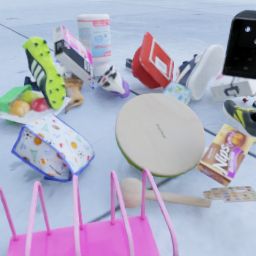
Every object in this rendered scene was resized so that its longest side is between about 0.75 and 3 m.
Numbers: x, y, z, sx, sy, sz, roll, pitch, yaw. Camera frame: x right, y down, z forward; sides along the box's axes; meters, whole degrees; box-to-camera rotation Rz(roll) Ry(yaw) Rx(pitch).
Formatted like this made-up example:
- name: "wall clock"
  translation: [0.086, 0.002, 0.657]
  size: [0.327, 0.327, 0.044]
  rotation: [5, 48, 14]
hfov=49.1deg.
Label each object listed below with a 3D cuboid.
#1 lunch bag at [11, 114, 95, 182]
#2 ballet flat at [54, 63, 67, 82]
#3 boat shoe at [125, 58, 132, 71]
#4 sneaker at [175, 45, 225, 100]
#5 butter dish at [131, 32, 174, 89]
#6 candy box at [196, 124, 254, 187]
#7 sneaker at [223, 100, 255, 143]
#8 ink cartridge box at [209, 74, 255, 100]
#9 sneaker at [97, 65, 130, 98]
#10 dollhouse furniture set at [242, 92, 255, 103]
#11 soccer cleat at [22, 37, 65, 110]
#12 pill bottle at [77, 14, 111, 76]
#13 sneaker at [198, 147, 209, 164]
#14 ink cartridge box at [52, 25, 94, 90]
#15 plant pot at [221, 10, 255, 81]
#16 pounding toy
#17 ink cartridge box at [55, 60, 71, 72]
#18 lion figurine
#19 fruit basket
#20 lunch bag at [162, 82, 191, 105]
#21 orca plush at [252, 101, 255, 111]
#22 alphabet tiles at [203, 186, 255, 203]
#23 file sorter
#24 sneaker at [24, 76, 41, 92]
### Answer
- name: "lunch bag"
  translation: [-1.633, 0.527, 6.494]
  size: [1.523, 0.943, 1.295]
  rotation: [33, 23, 3]
- name: "ballet flat"
  translation: [-2.841, -2.225, 11.399]
  size: [0.869, 0.803, 2.575]
  rotation: [-4, 31, -24]
- name: "boat shoe"
  translation: [0.541, -2.774, 12.613]
  size: [0.615, 0.508, 1.643]
  rotation: [-27, 40, -37]
- name: "sneaker"
  translation: [2.558, -2.141, 10.460]
  size: [1.183, 1.168, 2.978]
  rotation: [5, 42, 44]
- name: "butter dish"
  translation: [0.768, -2.372, 10.972]
  size: [1.410, 1.907, 1.902]
  rotation: [-21, 44, 38]
- name: "candy box"
  translation: [1.953, 0.526, 5.628]
  size: [0.681, 0.330, 1.167]
  rotation: [32, 58, 19]
- name: "sneaker"
  translation: [3.408, -0.350, 8.131]
  size: [0.610, 0.693, 1.638]
  rotation: [-3, 46, -26]
- name: "ink cartridge box"
  translation: [3.758, -1.534, 9.838]
  size: [1.395, 0.588, 1.009]
  rotation: [-4, 33, 44]
- name: "sneaker"
  translation: [-0.505, -1.617, 10.494]
  size: [0.954, 0.987, 2.366]
  rotation: [-44, 25, 10]
- name: "dollhouse furniture set"
  translation: [4.427, -1.061, 9.769]
  size: [0.371, 0.491, 0.913]
  rotation: [-38, 36, -29]
- name: "soccer cleat"
  translation: [-2.550, -1.620, 8.527]
  size: [0.899, 2.217, 0.748]
  rotation: [-2, 19, 43]
- name: "pill bottle"
  translation: [-1.364, -3.452, 11.679]
  size: [1.296, 2.383, 1.296]
  rotation: [-2, 25, 1]
- name: "sneaker"
  translation: [1.775, 0.723, 6.935]
  size: [1.370, 0.482, 0.549]
  rotation: [12, 38, 32]
- name: "ink cartridge box"
  translation: [-1.765, -2.429, 10.022]
  size: [0.464, 2.504, 1.186]
  rotation: [-17, 66, 17]
- name: "plant pot"
  translation: [3.810, -2.504, 8.089]
  size: [1.736, 1.740, 1.544]
  rotation: [12, 43, 17]
- name: "pounding toy"
  translation: [0.640, 0.633, 6.634]
  size: [2.109, 1.268, 2.733]
  rotation: [6, 59, -9]
- name: "ink cartridge box"
  translation: [-2.382, -3.334, 13.559]
  size: [2.431, 0.526, 2.386]
  rotation: [-1, 31, -3]
- name: "lion figurine"
  translation: [-1.954, -1.225, 9.955]
  size: [1.127, 0.667, 1.840]
  rotation: [-9, 54, -24]
- name: "fruit basket"
  translation: [-3.025, -0.617, 8.812]
  size: [1.881, 0.882, 1.742]
  rotation: [16, 38, 7]
- name: "lunch bag"
  translation: [1.411, -0.863, 8.706]
  size: [0.819, 0.420, 1.019]
  rotation: [30, 81, 18]
- name: "orca plush"
  translation: [4.552, -0.502, 8.620]
  size: [1.012, 0.684, 1.924]
  rotation: [-4, 34, 0]
- name: "alphabet tiles"
  translation: [1.904, 1.245, 5.254]
  size: [0.936, 0.035, 0.782]
  rotation: [-6, 5, 11]
- name: "file sorter"
  translation: [-0.697, 1.709, 4.159]
  size: [2.505, 1.571, 1.741]
  rotation: [-6, 31, -10]
- name: "sneaker"
  translation: [-3.564, -1.643, 10.862]
  size: [1.432, 0.542, 0.552]
  rotation: [28, 19, 37]
